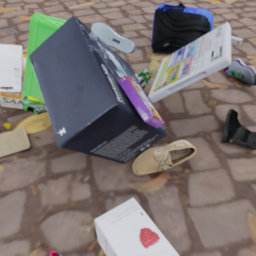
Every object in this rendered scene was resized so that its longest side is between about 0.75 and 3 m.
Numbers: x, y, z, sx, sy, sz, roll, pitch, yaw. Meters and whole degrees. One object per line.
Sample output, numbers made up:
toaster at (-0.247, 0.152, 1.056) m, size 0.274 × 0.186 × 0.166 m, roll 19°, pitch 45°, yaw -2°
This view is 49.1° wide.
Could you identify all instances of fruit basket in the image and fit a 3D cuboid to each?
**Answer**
fruit basket at (-2.728, -2.302, 9.654) m, size 3.102 × 3.102 × 2.238 m, roll 24°, pitch 21°, yaw 25°

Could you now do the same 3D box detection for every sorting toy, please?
sorting toy at (-3.883, 0.356, 9.138) m, size 1.130 × 0.203 × 1.516 m, roll -21°, pitch 45°, yaw -16°

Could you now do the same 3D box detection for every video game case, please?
video game case at (1.941, -2.044, 8.623) m, size 2.479 × 0.300 × 2.724 m, roll -24°, pitch 27°, yaw 34°

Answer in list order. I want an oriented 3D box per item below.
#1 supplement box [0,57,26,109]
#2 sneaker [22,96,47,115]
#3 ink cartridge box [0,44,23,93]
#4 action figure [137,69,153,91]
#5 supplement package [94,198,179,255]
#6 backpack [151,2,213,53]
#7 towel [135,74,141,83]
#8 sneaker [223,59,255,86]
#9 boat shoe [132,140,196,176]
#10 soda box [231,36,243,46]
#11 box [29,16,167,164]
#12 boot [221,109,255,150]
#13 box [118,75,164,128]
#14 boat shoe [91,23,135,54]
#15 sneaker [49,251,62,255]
supplement box at (-3.832, -1.749, 10.831) m, size 1.500 × 0.875 × 2.380 m, roll 8°, pitch 41°, yaw -7°
sneaker at (-2.294, -0.484, 7.406) m, size 0.996 × 0.389 × 0.424 m, roll 13°, pitch 59°, yaw -19°
ink cartridge box at (-4.192, -2.007, 9.753) m, size 0.969 × 0.448 × 1.778 m, roll -1°, pitch 76°, yaw -17°
action figure at (0.617, -1.900, 10.932) m, size 0.416 × 0.899 × 1.523 m, roll -10°, pitch 28°, yaw 36°
supplement package at (0.178, 2.599, 5.942) m, size 1.049 × 1.036 × 1.729 m, roll -24°, pitch 47°, yaw -25°
backpack at (2.704, -4.836, 13.477) m, size 2.709 × 2.201 × 2.273 m, roll 13°, pitch 41°, yaw 15°
towel at (-0.142, -1.547, 9.945) m, size 1.039 × 0.179 × 1.000 m, roll 15°, pitch 62°, yaw 17°
sneaker at (4.634, -2.246, 11.770) m, size 0.899 × 0.764 × 2.053 m, roll -13°, pitch 31°, yaw 1°
boat shoe at (1.008, 0.850, 7.866) m, size 1.849 × 0.659 × 0.597 m, roll -24°, pitch 14°, yaw -8°
soda box at (5.417, -4.558, 14.574) m, size 0.975 × 0.310 × 0.333 m, roll 25°, pitch 47°, yaw 24°
box at (-0.727, -0.824, 7.586) m, size 1.730 × 2.946 × 2.897 m, roll -35°, pitch 63°, yaw 18°
boot at (3.737, 0.046, 9.148) m, size 1.131 × 0.569 × 1.513 m, roll 10°, pitch 53°, yaw 21°
box at (0.304, -0.585, 6.393) m, size 0.235 × 0.821 × 1.201 m, roll -37°, pitch 69°, yaw 14°
boat shoe at (-0.482, -2.918, 9.346) m, size 1.551 × 0.549 × 0.704 m, roll 32°, pitch 12°, yaw 1°
sneaker at (-1.428, 2.980, 6.076) m, size 0.774 × 0.289 × 0.312 m, roll 24°, pitch 47°, yaw 24°
